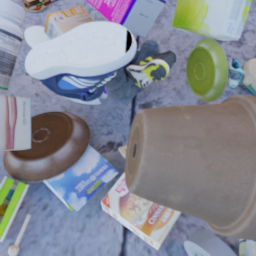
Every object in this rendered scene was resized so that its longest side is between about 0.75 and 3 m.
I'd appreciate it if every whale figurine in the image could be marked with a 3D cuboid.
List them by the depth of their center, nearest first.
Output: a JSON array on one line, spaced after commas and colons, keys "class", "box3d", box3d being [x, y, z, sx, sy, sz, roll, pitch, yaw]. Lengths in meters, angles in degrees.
[{"class": "whale figurine", "box3d": [4.459, -1.552, 9.735, 1.315, 0.857, 1.653, -9, 79, -18]}]

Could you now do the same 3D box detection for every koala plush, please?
[{"class": "koala plush", "box3d": [-0.146, -2.334, 9.800, 1.995, 2.068, 2.250, -1, 34, -9]}]

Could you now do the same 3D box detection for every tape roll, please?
[{"class": "tape roll", "box3d": [1.882, 2.905, 6.243, 0.431, 1.305, 1.305, -37, 63, -23]}]

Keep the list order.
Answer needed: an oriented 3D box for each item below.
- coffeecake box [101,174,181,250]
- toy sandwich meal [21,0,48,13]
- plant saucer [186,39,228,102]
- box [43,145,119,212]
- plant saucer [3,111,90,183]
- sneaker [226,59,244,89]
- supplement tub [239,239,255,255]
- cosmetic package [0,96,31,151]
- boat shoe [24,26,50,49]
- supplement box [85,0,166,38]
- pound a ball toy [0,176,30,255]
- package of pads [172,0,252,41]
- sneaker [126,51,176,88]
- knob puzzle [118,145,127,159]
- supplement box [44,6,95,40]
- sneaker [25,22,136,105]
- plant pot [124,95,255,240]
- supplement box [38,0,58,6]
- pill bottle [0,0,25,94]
[{"class": "coffeecake box", "box3d": [0.411, 1.998, 7.271, 1.770, 0.647, 1.359, 31, 61, 19]}, {"class": "toy sandwich meal", "box3d": [-4.236, -5.759, 12.733, 1.286, 0.441, 1.286, 0, 55, 0]}, {"class": "plant saucer", "box3d": [1.920, -1.449, 7.196, 0.250, 1.612, 1.612, -9, 55, -20]}, {"class": "box", "box3d": [-1.701, 1.047, 7.935, 2.613, 0.623, 1.594, 38, 63, 23]}, {"class": "plant saucer", "box3d": [-2.447, 0.337, 8.137, 2.656, 0.486, 2.656, -8, 44, 8]}, {"class": "sneaker", "box3d": [2.579, -1.548, 7.171, 0.507, 0.564, 1.306, 19, 35, -26]}, {"class": "supplement tub", "box3d": [2.949, 3.120, 6.415, 0.783, 0.783, 1.080, 13, 57, 9]}, {"class": "cosmetic package", "box3d": [-3.238, -0.084, 5.652, 2.271, 0.991, 1.174, -1, 86, -37]}, {"class": "boat shoe", "box3d": [-2.629, -3.425, 10.885, 2.824, 1.017, 0.967, 9, 28, 18]}, {"class": "supplement box", "box3d": [-0.258, -3.219, 6.778, 1.013, 1.035, 2.003, -7, 49, -52]}, {"class": "pound a ball toy", "box3d": [-3.043, 2.268, 7.170, 1.114, 0.726, 1.708, 25, 55, -14]}, {"class": "package of pads", "box3d": [2.089, -3.185, 7.136, 0.734, 1.663, 2.152, -1, 23, -30]}, {"class": "sneaker", "box3d": [0.585, -1.441, 6.863, 0.702, 0.618, 1.659, -43, 23, -21]}, {"class": "knob puzzle", "box3d": [0.977, 0.928, 7.717, 2.180, 0.302, 2.180, 11, 37, -8]}, {"class": "supplement box", "box3d": [-1.231, -2.317, 7.566, 1.163, 0.678, 1.845, -35, 81, -36]}, {"class": "sneaker", "box3d": [-0.679, -1.207, 6.044, 2.587, 1.894, 1.042, -4, 72, 28]}, {"class": "plant pot", "box3d": [1.192, 0.565, 5.080, 2.288, 2.624, 2.624, 9, 55, -10]}, {"class": "supplement box", "box3d": [-1.714, -4.833, 8.023, 2.615, 0.796, 1.423, -56, 34, -9]}, {"class": "pill bottle", "box3d": [-3.396, -2.054, 7.003, 1.246, 1.246, 2.203, 18, 93, 12]}]
